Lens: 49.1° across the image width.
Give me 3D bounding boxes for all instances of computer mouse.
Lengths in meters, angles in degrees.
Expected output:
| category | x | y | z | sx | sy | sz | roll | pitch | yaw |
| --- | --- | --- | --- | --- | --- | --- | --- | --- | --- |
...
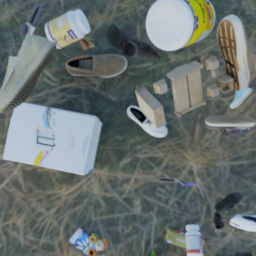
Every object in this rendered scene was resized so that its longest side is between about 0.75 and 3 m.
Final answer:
| category | x | y | z | sx | sy | sz | roll | pitch | yaw |
| --- | --- | --- | --- | --- | --- | --- | --- | --- | --- |
| computer mouse | 3.272 | 2.773 | 8.132 | 1.555 | 0.853 | 0.341 | 0 | 46 | 12 |

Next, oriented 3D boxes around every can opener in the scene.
| category | x | y | z | sx | sy | sz | roll | pitch | yaw |
| --- | --- | --- | --- | --- | --- | --- | --- | --- | --- |
| can opener | -2.649 | -2.873 | 7.641 | 0.268 | 0.336 | 1.006 | 37 | 122 | -8 |

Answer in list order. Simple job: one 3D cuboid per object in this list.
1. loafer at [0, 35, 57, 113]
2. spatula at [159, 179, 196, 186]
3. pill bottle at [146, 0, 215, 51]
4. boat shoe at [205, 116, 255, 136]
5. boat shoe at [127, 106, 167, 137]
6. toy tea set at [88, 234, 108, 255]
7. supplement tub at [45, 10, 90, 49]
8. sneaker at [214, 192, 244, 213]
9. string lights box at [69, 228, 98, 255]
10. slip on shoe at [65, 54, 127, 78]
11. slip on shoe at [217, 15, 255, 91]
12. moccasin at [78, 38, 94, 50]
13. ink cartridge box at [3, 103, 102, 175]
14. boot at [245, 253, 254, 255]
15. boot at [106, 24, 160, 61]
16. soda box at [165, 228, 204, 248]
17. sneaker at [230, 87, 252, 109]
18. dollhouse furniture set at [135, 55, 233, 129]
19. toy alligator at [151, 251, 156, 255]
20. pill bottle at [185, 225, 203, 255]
| category | x | y | z | sx | sy | sz | roll | pitch | yaw |
| --- | --- | --- | --- | --- | --- | --- | --- | --- | --- |
| loafer | -2.803 | -1.428 | 7.325 | 0.797 | 0.883 | 2.333 | 38 | 92 | 0 |
| spatula | 1.395 | 1.548 | 7.987 | 1.043 | 0.295 | 0.107 | 11 | 88 | 0 |
| pill bottle | 1.782 | -3.338 | 8.751 | 1.462 | 2.676 | 1.462 | 16 | 121 | 29 |
| boat shoe | 3.001 | -0.027 | 8.274 | 1.722 | 0.619 | 0.558 | -3 | 117 | -24 |
| boat shoe | 0.721 | -0.228 | 10.793 | 1.820 | 0.595 | 0.670 | 30 | 87 | 2 |
| toy tea set | -0.906 | 3.485 | 7.701 | 0.610 | 0.380 | 1.026 | 0 | 80 | 25 |
| supplement tub | -1.930 | -3.169 | 8.974 | 1.213 | 0.882 | 0.882 | -20 | 86 | 16 |
| sneaker | 3.208 | 2.307 | 8.742 | 0.985 | 0.564 | 0.376 | -46 | 55 | 28 |
| string lights box | -1.637 | 4.372 | 10.610 | 1.057 | 0.312 | 0.543 | 39 | 87 | 3 |
| slip on shoe | -1.236 | -2.471 | 10.886 | 2.385 | 0.723 | 0.907 | 0 | 86 | 0 |
| slip on shoe | 3.416 | -2.269 | 8.407 | 0.860 | 2.838 | 1.079 | -32 | 46 | 4 |
| moccasin | -1.100 | -2.253 | 7.514 | 0.319 | 0.826 | 0.302 | -27 | 97 | 12 |
| ink cartridge box | -2.554 | 0.391 | 10.023 | 2.761 | 2.032 | 1.997 | 11 | 86 | 2 |
| boot | 3.864 | 5.032 | 10.462 | 1.070 | 0.599 | 1.548 | 44 | 86 | 8 |
| boot | 0.178 | -2.709 | 9.112 | 1.610 | 1.401 | 0.557 | 50 | 124 | 20 |
| soda box | 2.118 | 4.225 | 10.550 | 1.349 | 0.457 | 0.432 | 16 | 86 | 2 |
| sneaker | 4.345 | -1.218 | 11.038 | 1.037 | 0.383 | 0.425 | -44 | 56 | 3 |
| dollhouse furniture set | 1.734 | -1.406 | 8.812 | 2.837 | 1.256 | 1.471 | -26 | 130 | -9 |
| toy alligator | 1.059 | 5.597 | 10.447 | 0.720 | 0.522 | 2.172 | -6 | 91 | -1 |
| pill bottle | 1.805 | 3.113 | 7.727 | 0.430 | 0.430 | 0.784 | 0 | 62 | 0 |
